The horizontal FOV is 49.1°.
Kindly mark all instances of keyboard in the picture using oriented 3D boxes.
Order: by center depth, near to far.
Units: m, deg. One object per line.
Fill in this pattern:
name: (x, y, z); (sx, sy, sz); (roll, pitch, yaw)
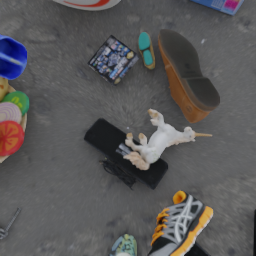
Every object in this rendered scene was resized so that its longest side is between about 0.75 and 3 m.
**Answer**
keyboard: (1.073, 3.293, 6.357); (1.049, 0.170, 1.652); (43, 79, 2)
keyboard: (-0.172, 0.746, 6.933); (2.180, 0.432, 1.134); (35, 56, 10)

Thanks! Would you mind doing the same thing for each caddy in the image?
caddy: (-2.826, -1.618, 6.401); (0.662, 1.261, 0.891); (24, 93, 12)

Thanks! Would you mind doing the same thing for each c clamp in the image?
c clamp: (-3.694, 2.289, 6.502); (1.837, 0.249, 1.569); (21, 65, 3)

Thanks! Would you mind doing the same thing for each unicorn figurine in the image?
unicorn figurine: (0.798, 0.234, 6.624); (1.907, 0.704, 1.310); (-40, 121, 1)

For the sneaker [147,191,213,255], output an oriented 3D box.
sneaker: (0.926, 2.152, 5.870); (0.905, 2.344, 0.917); (43, 125, 16)

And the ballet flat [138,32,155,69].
ballet flat: (0.507, -2.056, 7.554); (0.369, 0.339, 1.076); (-15, 71, 19)

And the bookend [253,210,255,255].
bookend: (3.646, 2.665, 6.247); (1.438, 0.667, 1.447); (7, 76, 1)

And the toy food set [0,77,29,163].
toy food set: (-3.798, -0.170, 6.623); (2.864, 0.697, 2.834); (-39, 73, -22)

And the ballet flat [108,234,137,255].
ballet flat: (-0.263, 3.327, 6.080); (0.717, 0.717, 1.932); (22, 79, 5)

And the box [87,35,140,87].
box: (-0.394, -1.756, 7.296); (1.008, 0.252, 1.016); (41, 94, 22)

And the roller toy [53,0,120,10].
roller toy: (-1.240, -4.350, 6.810); (2.856, 2.605, 1.995); (9, 87, 23)

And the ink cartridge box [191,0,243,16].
ink cartridge box: (2.185, -4.444, 7.789); (2.475, 0.945, 1.689); (23, 77, 3)

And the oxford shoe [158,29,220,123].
oxford shoe: (1.272, -1.379, 7.106); (1.000, 0.999, 2.803); (-2, 59, -22)
